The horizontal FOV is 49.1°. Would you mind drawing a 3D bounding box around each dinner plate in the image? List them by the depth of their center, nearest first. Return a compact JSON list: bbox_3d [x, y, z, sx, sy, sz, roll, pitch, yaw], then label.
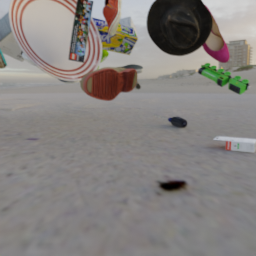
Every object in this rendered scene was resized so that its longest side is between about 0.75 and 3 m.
[{"bbox_3d":[-1.980,-2.678,7.998,0.355,2.928,2.928,-20,-7,43],"label":"dinner plate"}]

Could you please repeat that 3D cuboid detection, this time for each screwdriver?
[{"bbox_3d":[1.510,-0.325,11.115,0.390,0.374,2.684,-36,19,-15],"label":"screwdriver"}]

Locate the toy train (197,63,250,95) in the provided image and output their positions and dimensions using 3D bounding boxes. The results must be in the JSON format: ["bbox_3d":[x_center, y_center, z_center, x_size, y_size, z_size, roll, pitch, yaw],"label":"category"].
[{"bbox_3d":[3.164,-1.682,9.483,0.564,0.417,2.001,-31,45,-20],"label":"toy train"}]

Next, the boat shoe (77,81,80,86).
[{"bbox_3d":[-2.015,-2.284,13.672,0.503,0.531,1.518,-26,-15,18],"label":"boat shoe"}]

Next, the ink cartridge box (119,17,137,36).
[{"bbox_3d":[-0.483,-4.874,14.383,1.669,0.691,1.217,-9,-20,15],"label":"ink cartridge box"}]

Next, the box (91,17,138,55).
[{"bbox_3d":[-0.889,-3.433,10.392,2.365,0.829,0.760,2,50,-29],"label":"box"}]

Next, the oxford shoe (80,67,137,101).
[{"bbox_3d":[-0.589,-1.150,7.015,0.812,0.765,2.173,16,17,26],"label":"oxford shoe"}]

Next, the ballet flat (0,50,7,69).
[{"bbox_3d":[-5.121,-3.053,10.434,0.665,2.036,0.718,-20,-20,-12],"label":"ballet flat"}]

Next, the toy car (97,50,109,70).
[{"bbox_3d":[-2.372,-3.067,11.911,1.858,1.935,2.355,-40,4,46],"label":"toy car"}]

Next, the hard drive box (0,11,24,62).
[{"bbox_3d":[-4.460,-4.067,11.908,2.310,0.887,1.800,-33,-15,14],"label":"hard drive box"}]

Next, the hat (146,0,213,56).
[{"bbox_3d":[1.450,-2.846,8.043,1.994,1.994,0.804,1,38,8],"label":"hat"}]

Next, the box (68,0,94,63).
[{"bbox_3d":[-1.164,-2.259,6.679,0.351,1.272,1.863,9,13,-14],"label":"box"}]

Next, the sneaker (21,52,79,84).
[{"bbox_3d":[-2.777,-2.207,10.477,2.105,0.848,1.541,12,-25,8],"label":"sneaker"}]

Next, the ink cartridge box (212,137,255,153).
[{"bbox_3d":[2.567,0.393,6.760,0.953,0.240,0.519,4,9,29],"label":"ink cartridge box"}]

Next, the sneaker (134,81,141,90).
[{"bbox_3d":[0.330,-2.309,13.652,1.071,0.402,0.619,33,-40,-25],"label":"sneaker"}]

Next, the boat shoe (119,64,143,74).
[{"bbox_3d":[-0.099,-2.999,15.229,1.896,0.608,0.699,-8,37,8],"label":"boat shoe"}]

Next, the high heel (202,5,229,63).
[{"bbox_3d":[2.998,-3.249,9.796,0.788,2.339,1.122,-33,15,3],"label":"high heel"}]

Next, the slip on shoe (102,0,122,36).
[{"bbox_3d":[-0.583,-3.812,9.470,0.620,0.751,2.026,12,49,-15],"label":"slip on shoe"}]
